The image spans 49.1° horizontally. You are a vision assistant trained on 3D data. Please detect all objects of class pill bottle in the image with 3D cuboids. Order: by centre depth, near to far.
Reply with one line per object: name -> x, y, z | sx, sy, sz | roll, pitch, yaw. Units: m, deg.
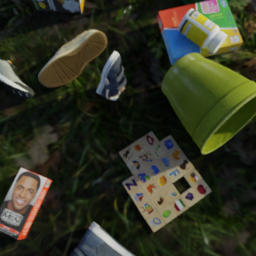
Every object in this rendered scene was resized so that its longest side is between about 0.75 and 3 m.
pill bottle -> 2.623, -3.394, 9.919 | 1.565, 0.894, 0.894 | 39, 77, 8

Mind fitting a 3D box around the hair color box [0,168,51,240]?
hair color box -> -3.360, 2.387, 8.904 | 0.997, 0.601, 1.964 | 20, 73, 7

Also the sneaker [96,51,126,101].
sneaker -> -0.444, -1.670, 9.402 | 0.847, 2.134, 0.837 | 31, 64, -1

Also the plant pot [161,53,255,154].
plant pot -> 2.530, -1.007, 9.093 | 2.688, 2.688, 2.588 | -35, 65, -10

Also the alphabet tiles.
alphabet tiles -> 1.010, 1.601, 9.407 | 2.337, 0.106, 2.796 | -32, 75, -9

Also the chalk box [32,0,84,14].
chalk box -> -2.983, -5.606, 10.893 | 2.413, 1.506, 1.496 | 5, 73, 0

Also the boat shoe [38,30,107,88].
boat shoe -> -2.113, -2.594, 10.325 | 2.887, 1.042, 0.938 | -42, 43, -7

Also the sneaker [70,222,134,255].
sneaker -> -0.614, 4.211, 8.071 | 2.463, 0.936, 1.780 | 32, 65, 18

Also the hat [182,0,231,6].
hat -> 3.078, -6.018, 10.542 | 2.695, 2.372, 2.232 | -22, 76, -6

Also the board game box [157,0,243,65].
board game box -> 2.697, -3.721, 10.755 | 2.713, 0.547, 2.076 | -15, 77, -4

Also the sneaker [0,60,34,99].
sneaker -> -4.293, -1.891, 10.115 | 2.313, 0.855, 0.917 | 35, 71, 10
